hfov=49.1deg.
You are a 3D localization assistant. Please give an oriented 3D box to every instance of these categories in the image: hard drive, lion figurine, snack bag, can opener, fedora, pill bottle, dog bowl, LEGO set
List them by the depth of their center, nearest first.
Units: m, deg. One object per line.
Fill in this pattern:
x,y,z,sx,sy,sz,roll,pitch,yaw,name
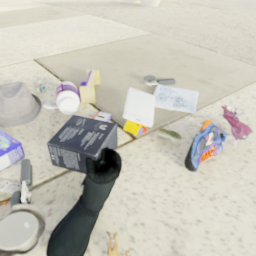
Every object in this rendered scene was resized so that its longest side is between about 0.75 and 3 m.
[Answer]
-0.282,3.364,7.256,0.458,1.265,0.775,-28,20,26,lion figurine
-3.222,3.060,8.141,1.716,0.503,1.716,1,36,0,dog bowl
-4.561,2.355,9.389,1.282,0.421,1.717,9,25,12,LEGO set
-3.647,1.906,9.691,0.705,0.559,2.122,-9,36,-8,can opener
0.514,-0.939,12.305,1.297,0.262,1.966,19,41,-8,hard drive
-2.877,-1.380,13.245,1.059,1.059,1.900,-8,31,-11,pill bottle
-5.583,-1.371,13.625,2.526,1.290,2.857,-5,36,-7,fedora
2.472,-1.532,14.741,2.402,0.257,2.265,11,38,11,snack bag
1.832,-2.700,16.112,1.856,0.617,0.489,-3,32,-12,can opener

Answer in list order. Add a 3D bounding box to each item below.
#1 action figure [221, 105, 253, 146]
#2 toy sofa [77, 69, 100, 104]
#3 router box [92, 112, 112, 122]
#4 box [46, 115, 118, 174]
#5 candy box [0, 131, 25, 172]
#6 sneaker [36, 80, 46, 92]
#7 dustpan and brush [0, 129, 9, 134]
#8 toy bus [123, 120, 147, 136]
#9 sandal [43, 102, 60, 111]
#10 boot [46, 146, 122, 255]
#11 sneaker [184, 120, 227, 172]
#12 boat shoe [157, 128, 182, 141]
4.436,-0.254,11.816,1.699,1.265,1.138,51,14,10,action figure
-2.226,-2.297,15.199,1.130,0.959,2.315,2,36,1,toy sofa
-1.268,-0.441,13.274,0.705,0.192,0.785,15,38,20,router box
-1.684,0.643,10.873,2.036,1.195,2.002,12,39,16,box
-5.331,1.043,10.676,1.712,0.780,2.024,23,40,31,candy box
-4.863,-2.316,15.799,0.444,0.400,1.030,9,42,-8,sneaker
-6.667,0.441,11.457,2.047,0.839,2.933,11,37,14,dustpan and brush
0.439,-0.109,12.447,0.992,0.702,1.034,31,35,13,toy bus
-3.429,-1.028,13.940,1.554,0.382,0.632,-10,31,-38,sandal
-1.190,2.112,7.693,1.108,2.438,2.902,24,39,6,boot
3.118,0.713,10.976,1.153,1.108,2.940,26,46,19,sneaker
1.753,0.340,12.023,1.081,0.370,0.404,21,43,12,boat shoe
